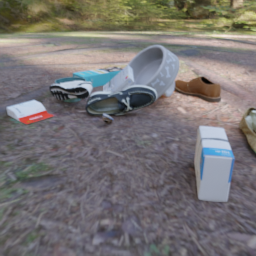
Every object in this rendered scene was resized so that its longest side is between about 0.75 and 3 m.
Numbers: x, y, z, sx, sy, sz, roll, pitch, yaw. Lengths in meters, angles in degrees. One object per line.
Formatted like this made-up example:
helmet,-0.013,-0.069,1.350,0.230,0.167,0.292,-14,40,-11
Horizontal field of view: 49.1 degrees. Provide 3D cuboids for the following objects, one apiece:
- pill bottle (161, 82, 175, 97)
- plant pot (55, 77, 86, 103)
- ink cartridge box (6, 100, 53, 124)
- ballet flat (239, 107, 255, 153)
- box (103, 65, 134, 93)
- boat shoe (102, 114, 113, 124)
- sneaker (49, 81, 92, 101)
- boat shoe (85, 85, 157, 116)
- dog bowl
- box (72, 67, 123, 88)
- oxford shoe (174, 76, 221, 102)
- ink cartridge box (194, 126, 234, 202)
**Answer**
pill bottle,1.375,-2.167,14.065,1.779,0.928,0.928,20,31,37
plant pot,-2.655,-1.753,13.117,1.411,0.945,1.411,-1,24,0
ink cartridge box,-3.969,-0.658,11.354,1.575,0.372,1.260,20,30,40
ballet flat,4.277,0.102,8.898,1.053,0.975,2.988,0,24,0
box,-0.472,-1.972,12.709,1.629,0.335,1.270,-38,31,23
boat shoe,-0.792,-0.318,10.462,0.271,0.272,0.750,25,-4,24
sneaker,-2.392,-1.619,11.846,1.955,0.721,0.782,5,37,16
boat shoe,-0.295,-0.969,11.139,2.890,1.093,0.872,-9,32,18
dog bowl,0.874,-2.496,12.778,0.858,2.927,2.927,38,0,-36
box,-1.601,-2.892,15.970,2.874,0.706,1.182,-18,30,-35
oxford shoe,3.395,-2.111,13.872,1.030,1.030,2.889,-20,29,-34
ink cartridge box,2.070,0.830,6.959,0.706,1.204,1.644,4,24,10
